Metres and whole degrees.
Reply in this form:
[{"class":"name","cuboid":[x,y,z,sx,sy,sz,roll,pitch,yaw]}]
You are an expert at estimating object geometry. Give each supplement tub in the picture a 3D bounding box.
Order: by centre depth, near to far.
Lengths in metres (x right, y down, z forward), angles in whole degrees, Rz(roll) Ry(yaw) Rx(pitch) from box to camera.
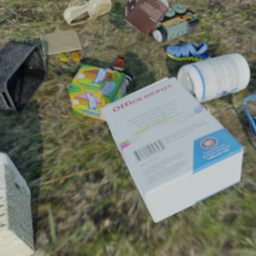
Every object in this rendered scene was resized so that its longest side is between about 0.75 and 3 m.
[{"class":"supplement tub","cuboid":[3.172,-1.858,10.593,2.279,1.503,1.503,-16,53,-13]}]

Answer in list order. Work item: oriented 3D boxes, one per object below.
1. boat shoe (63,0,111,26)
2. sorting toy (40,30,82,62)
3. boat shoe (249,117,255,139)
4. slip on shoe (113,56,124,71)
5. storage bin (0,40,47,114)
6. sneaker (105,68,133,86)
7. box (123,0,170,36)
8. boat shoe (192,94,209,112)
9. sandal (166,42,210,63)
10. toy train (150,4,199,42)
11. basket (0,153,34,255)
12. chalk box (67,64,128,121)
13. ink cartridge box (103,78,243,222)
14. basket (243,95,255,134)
[{"class":"boat shoe","cuboid":[-1.956,-5.847,14.282,2.590,0.934,0.841,-22,65,-16]},{"class":"sorting toy","cuboid":[-3.039,-3.711,12.911,1.749,0.314,2.347,-11,52,-14]},{"class":"boat shoe","cuboid":[4.828,0.307,9.448,0.641,0.639,1.770,-18,63,-20]},{"class":"slip on shoe","cuboid":[-0.368,-2.716,11.813,0.436,0.360,1.177,11,33,4]},{"class":"storage bin","cuboid":[-4.245,-1.931,10.543,1.151,1.660,2.456,13,52,10]},{"class":"sneaker","cuboid":[-0.348,-2.216,11.617,1.185,0.433,0.663,33,54,15]},{"class":"box","cuboid":[0.496,-3.366,7.883,0.826,1.006,0.834,28,38,-29]},{"class":"boat shoe","cuboid":[2.595,-0.554,9.805,0.480,0.519,1.407,-34,86,11]},{"class":"sandal","cuboid":[2.671,-3.402,12.284,1.961,0.854,0.779,9,53,9]},{"class":"toy train","cuboid":[2.132,-4.979,13.473,2.622,1.117,1.494,-26,65,-20]},{"class":"basket","cuboid":[-3.695,2.208,6.725,2.447,2.425,1.968,-16,57,-13]},{"class":"chalk box","cuboid":[-0.843,-1.188,10.139,2.170,1.345,1.355,13,53,11]},{"class":"ink cartridge box","cuboid":[0.813,0.290,6.150,1.973,1.156,2.730,-24,45,-5]},{"class":"basket","cuboid":[5.529,-0.284,9.043,2.894,2.013,2.552,-13,59,11]}]
